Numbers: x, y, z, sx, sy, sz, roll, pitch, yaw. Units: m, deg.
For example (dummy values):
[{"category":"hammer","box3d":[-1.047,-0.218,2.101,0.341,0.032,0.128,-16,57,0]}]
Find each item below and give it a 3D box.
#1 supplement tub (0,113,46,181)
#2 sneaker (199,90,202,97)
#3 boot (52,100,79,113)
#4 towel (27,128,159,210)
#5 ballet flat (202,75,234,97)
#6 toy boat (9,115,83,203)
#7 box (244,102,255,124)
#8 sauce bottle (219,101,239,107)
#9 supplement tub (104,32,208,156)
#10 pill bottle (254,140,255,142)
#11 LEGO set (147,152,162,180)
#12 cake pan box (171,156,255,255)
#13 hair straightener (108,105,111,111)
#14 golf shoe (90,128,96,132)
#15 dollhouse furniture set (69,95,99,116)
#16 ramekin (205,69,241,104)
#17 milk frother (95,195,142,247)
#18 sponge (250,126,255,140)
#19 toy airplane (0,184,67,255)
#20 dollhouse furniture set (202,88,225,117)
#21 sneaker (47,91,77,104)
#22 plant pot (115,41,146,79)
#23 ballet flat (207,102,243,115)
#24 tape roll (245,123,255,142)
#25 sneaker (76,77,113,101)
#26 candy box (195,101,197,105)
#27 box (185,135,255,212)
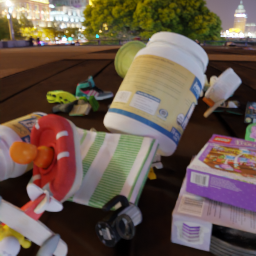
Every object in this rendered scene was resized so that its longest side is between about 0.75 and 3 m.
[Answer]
[{"category":"supplement tub","box3d":[-2.738,0.449,7.158,1.329,1.329,1.837,10,23,26]},{"category":"sneaker","box3d":[2.751,-1.911,14.654,1.034,0.973,2.525,-38,34,-18]},{"category":"boot","box3d":[-2.713,-0.984,12.423,0.868,0.450,1.329,2,18,23]},{"category":"towel","box3d":[-0.780,0.823,6.444,2.601,0.304,1.984,8,50,22]},{"category":"ballet flat","box3d":[4.364,-2.408,15.440,2.908,1.079,1.079,14,24,33]},{"category":"toy boat","box3d":[-1.775,0.571,5.751,1.296,1.294,1.983,25,38,-39]},{"category":"box","box3d":[5.481,-0.575,11.333,1.341,0.370,1.964,9,22,22]},{"category":"sauce bottle","box3d":[4.520,-1.030,12.640,0.987,0.319,0.319,-5,21,-15]},{"category":"supplement tub","box3d":[0.832,-0.906,7.831,2.101,2.905,2.101,25,-9,4]},{"category":"pill bottle","box3d":[4.051,0.779,6.499,2.123,1.189,1.189,9,22,22]},{"category":"LEGO set","box3d":[0.141,0.884,6.853,1.789,0.734,0.682,-7,22,-20]},{"category":"cake pan box","box3d":[2.241,1.470,5.382,2.398,0.681,2.604,5,21,19]},{"category":"hair straightener","box3d":[0.092,-0.589,11.436,0.992,0.527,2.577,1,9,-42]},{"category":"golf shoe","box3d":[-1.164,0.406,8.457,0.597,0.481,1.228,-36,11,12]},{"category":"dollhouse furniture set","box3d":[-1.877,-0.768,12.025,0.801,0.614,1.223,-5,41,23]},{"category":"ramekin","box3d":[4.488,-1.871,13.120,0.808,1.736,1.736,45,37,15]},{"category":"milk frother","box3d":[-0.031,1.624,4.863,0.804,0.726,0.757,14,25,36]},{"category":"sponge","box3d":[3.796,0.115,6.190,1.936,0.289,1.080,-8,21,-26]},{"category":"toy airplane","box3d":[-1.640,1.535,4.282,1.324,1.318,0.934,0,24,-2]},{"category":"dollhouse furniture set","box3d":[2.329,-1.556,11.457,2.736,1.410,2.707,45,12,5]},{"category":"sneaker","box3d":[-3.064,-1.488,13.344,1.899,0.703,0.793,14,29,34]},{"category":"plant pot","box3d":[0.844,-3.886,17.740,2.642,2.642,2.429,-10,33,-25]},{"category":"ballet flat","box3d":[4.137,-0.877,11.877,1.479,0.506,0.503,7,11,13]},{"category":"tape roll","box3d":[4.773,0.457,8.218,2.496,0.600,2.496,0,21,0]},{"category":"sneaker","box3d":[-1.718,-2.018,14.147,1.878,1.134,0.785,-4,21,-11]},{"category":"candy box","box3d":[2.656,-1.383,13.511,1.071,0.383,0.899,-5,21,-13]},{"category":"box","box3d":[2.716,0.909,5.158,2.821,0.551,1.930,12,23,28]}]
